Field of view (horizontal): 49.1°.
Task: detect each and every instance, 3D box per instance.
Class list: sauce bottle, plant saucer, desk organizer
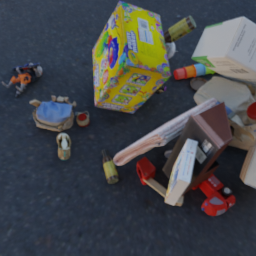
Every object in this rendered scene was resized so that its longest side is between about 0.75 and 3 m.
[{"bbox_3d":[1.931,-3.961,11.779,1.840,0.595,0.595,-25,44,35],"label":"sauce bottle"},{"bbox_3d":[3.183,-1.909,12.481,0.836,0.134,0.836,0,54,-1],"label":"plant saucer"},{"bbox_3d":[-0.678,1.334,9.906,0.414,0.414,1.280,-13,56,-10],"label":"sauce bottle"},{"bbox_3d":[2.038,0.698,7.891,1.148,2.983,1.070,-24,62,-23],"label":"desk organizer"}]

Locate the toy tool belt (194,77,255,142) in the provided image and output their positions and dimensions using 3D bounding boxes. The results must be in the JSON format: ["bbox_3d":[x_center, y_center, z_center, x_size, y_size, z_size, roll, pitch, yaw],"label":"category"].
[{"bbox_3d":[3.679,-0.471,9.339,1.868,1.839,2.992,-40,35,-3],"label":"toy tool belt"}]

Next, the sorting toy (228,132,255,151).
[{"bbox_3d":[4.575,-0.370,10.944,2.638,0.520,2.850,16,58,25],"label":"sorting toy"}]

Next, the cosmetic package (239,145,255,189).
[{"bbox_3d":[4.074,1.226,8.388,1.035,2.372,1.226,21,90,19],"label":"cosmetic package"}]

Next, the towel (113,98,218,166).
[{"bbox_3d":[1.184,0.168,8.965,2.888,2.759,0.466,-28,88,-35],"label":"towel"}]

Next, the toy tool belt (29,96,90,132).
[{"bbox_3d":[-2.598,-0.590,10.762,2.110,1.297,1.318,2,53,2],"label":"toy tool belt"}]

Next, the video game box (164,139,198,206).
[{"bbox_3d":[1.293,1.100,6.869,0.304,1.299,1.183,21,52,6],"label":"video game box"}]

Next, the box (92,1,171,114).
[{"bbox_3d":[-0.035,-2.516,10.646,1.751,2.765,2.871,8,61,-26],"label":"box"}]

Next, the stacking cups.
[{"bbox_3d":[3.179,-2.683,12.725,2.215,0.670,0.670,-11,54,-8],"label":"stacking cups"}]

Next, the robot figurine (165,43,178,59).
[{"bbox_3d":[1.508,-3.756,13.060,1.598,1.355,0.902,19,93,-13],"label":"robot figurine"}]

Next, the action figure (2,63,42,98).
[{"bbox_3d":[-4.623,-2.241,12.472,1.898,0.993,1.836,6,41,40],"label":"action figure"}]

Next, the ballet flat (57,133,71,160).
[{"bbox_3d":[-2.324,0.530,10.227,0.532,0.492,1.508,0,36,-20],"label":"ballet flat"}]

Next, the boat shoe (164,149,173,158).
[{"bbox_3d":[1.932,0.842,10.277,1.266,0.443,0.420,-5,48,-5],"label":"boat shoe"}]

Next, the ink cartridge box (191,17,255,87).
[{"bbox_3d":[3.949,-2.179,9.091,2.972,2.169,1.249,22,95,-18],"label":"ink cartridge box"}]

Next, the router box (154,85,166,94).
[{"bbox_3d":[1.106,-1.633,11.369,0.649,0.870,0.222,21,85,-10],"label":"router box"}]

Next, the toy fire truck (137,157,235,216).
[{"bbox_3d":[1.827,1.888,9.321,2.030,0.702,2.878,-29,59,-19],"label":"toy fire truck"}]
